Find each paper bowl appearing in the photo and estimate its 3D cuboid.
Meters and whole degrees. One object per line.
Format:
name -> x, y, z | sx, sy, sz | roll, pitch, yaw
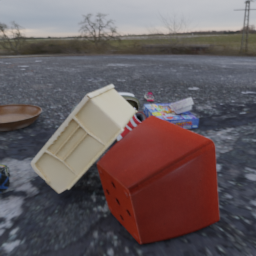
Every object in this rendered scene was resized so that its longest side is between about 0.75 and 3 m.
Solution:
paper bowl -> 2.157, -0.856, 11.159 | 0.897, 0.466, 0.897 | -20, 2, 1

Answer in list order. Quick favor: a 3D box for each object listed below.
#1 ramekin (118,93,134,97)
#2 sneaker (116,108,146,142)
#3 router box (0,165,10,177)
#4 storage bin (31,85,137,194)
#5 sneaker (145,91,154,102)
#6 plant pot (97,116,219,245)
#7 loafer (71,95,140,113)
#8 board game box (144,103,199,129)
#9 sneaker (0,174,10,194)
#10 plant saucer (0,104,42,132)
ramekin -> -0.388, -1.291, 13.780 | 1.367, 0.637, 1.367 | 0, 18, 0
sneaker -> 0.148, -0.216, 9.594 | 0.749, 1.182, 2.102 | 33, 17, -16
router box -> -3.696, 1.177, 7.087 | 1.048, 0.325, 0.785 | 8, 21, 19
storage bin -> -0.967, 0.186, 6.835 | 1.037, 2.198, 2.214 | 43, 16, -3
sneaker -> 1.213, -1.815, 15.543 | 0.522, 0.484, 1.296 | -1, 18, -3
plant pot -> 0.460, 1.063, 5.447 | 1.629, 1.847, 1.848 | -23, 28, -24
loafer -> -0.777, -0.562, 11.303 | 2.904, 1.092, 1.012 | -15, 32, -18
board game box -> 1.722, -0.537, 11.900 | 1.677, 0.427, 2.478 | -3, 19, -8
sneaker -> -3.364, 1.472, 6.147 | 1.438, 0.545, 0.554 | -20, 4, -44
plant saucer -> -4.946, -0.405, 11.415 | 2.806, 0.513, 2.806 | 0, 20, 0
